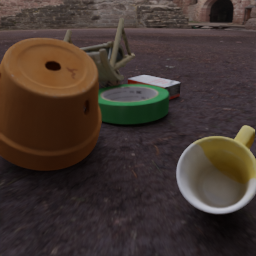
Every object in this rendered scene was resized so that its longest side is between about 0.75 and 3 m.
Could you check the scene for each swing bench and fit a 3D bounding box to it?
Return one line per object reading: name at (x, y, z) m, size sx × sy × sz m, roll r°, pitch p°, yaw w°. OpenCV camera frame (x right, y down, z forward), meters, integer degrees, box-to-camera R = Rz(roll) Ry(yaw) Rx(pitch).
swing bench at (-1.497, -2.746, 11.148) m, size 2.734 × 1.783 × 2.748 m, roll -1°, pitch 43°, yaw 22°

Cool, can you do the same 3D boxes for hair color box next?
hair color box at (1.053, -1.694, 11.700) m, size 1.968 × 0.629 × 1.092 m, roll 20°, pitch 30°, yaw 41°

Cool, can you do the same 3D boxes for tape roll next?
tape roll at (0.055, -0.900, 9.752) m, size 2.693 × 0.647 × 2.693 m, roll -3°, pitch 22°, yaw 1°

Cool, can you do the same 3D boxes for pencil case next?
pencil case at (-1.075, -2.721, 13.360) m, size 1.006 × 1.156 × 2.585 m, roll -39°, pitch 26°, yaw 7°

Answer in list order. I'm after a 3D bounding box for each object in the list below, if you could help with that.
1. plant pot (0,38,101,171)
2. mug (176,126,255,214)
plant pot at (-1.839, -0.713, 6.453) m, size 2.777 × 1.944 × 2.777 m, roll 12°, pitch 47°, yaw -13°
mug at (1.696, 0.860, 4.809) m, size 1.520 × 1.248 × 1.218 m, roll -27°, pitch 60°, yaw 9°
